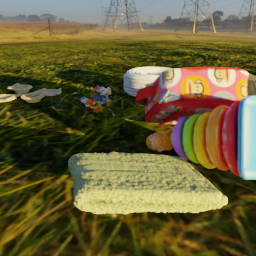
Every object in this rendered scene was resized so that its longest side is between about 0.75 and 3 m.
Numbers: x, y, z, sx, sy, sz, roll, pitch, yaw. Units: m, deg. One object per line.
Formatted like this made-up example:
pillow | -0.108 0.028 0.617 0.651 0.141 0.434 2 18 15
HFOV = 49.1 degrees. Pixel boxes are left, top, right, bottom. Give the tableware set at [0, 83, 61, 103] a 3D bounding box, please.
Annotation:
tableware set | -4.166 -1.431 11.512 2.668 0.310 2.229 3 21 10

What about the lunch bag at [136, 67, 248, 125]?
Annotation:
lunch bag | 1.422 -0.737 7.170 2.435 1.133 2.765 2 -7 -5

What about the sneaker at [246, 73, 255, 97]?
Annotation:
sneaker | 4.365 -0.901 9.174 2.379 1.363 0.909 23 -18 13

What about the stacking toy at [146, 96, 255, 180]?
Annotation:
stacking toy | 1.528 0.249 5.974 2.741 1.504 1.591 -3 -10 42

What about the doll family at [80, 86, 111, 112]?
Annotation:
doll family | -0.916 -0.848 8.805 0.689 0.500 1.110 24 51 25

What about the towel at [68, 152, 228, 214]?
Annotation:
towel | 0.247 0.915 4.871 2.473 0.451 1.834 4 13 -16

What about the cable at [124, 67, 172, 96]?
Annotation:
cable | 1.164 -1.979 12.046 2.695 0.933 2.695 -18 27 -38
